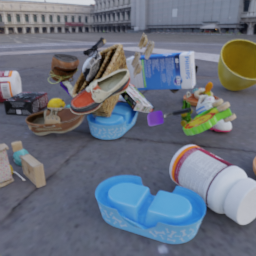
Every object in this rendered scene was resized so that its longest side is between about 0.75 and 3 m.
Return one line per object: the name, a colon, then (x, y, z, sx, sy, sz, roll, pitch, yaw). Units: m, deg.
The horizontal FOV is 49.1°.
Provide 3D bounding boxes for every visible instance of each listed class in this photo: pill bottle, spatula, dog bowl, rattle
pill bottle: (2.027, 1.271, 6.596, 1.139, 1.139, 2.079, -13, 25, -29)
spatula: (1.370, -0.434, 9.113, 1.582, 0.447, 0.163, -15, 12, -18)
dog bowl: (-0.552, -0.304, 10.969, 1.483, 0.659, 2.660, 12, 25, 20)
rattle: (3.908, -2.144, 14.898, 0.995, 1.092, 1.529, -18, 33, 12)
dog bowl: (0.433, 1.754, 6.136, 2.415, 0.599, 1.346, 10, 24, 22)
pill bottle: (-7.072, -2.086, 14.404, 2.778, 1.586, 1.586, -3, 22, -10)

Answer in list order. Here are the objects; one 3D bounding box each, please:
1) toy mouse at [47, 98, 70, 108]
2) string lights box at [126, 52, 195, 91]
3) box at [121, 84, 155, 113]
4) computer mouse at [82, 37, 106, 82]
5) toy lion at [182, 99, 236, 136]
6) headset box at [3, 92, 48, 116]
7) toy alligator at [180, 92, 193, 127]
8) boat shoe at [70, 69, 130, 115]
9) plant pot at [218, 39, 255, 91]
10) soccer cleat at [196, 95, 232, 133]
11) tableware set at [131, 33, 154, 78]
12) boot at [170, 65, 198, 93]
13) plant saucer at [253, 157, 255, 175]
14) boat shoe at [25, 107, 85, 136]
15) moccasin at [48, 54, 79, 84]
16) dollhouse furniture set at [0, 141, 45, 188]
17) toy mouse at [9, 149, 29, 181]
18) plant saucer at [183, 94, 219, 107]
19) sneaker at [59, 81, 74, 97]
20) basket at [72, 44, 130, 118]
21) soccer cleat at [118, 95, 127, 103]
toy mouse: (-2.480, -1.083, 13.260, 2.593, 0.565, 2.917, 9, 24, 22)
string lights box: (1.458, -2.495, 12.482, 2.875, 1.478, 0.848, 2, 24, 23)
box: (0.209, -1.312, 11.643, 1.025, 0.323, 1.862, 9, 32, -40)
computer mouse: (-1.240, -2.201, 9.282, 0.399, 1.818, 0.997, 34, 59, 1)
toy lion: (2.717, -0.297, 9.758, 1.724, 0.618, 1.799, -28, 7, 13)
headset box: (-4.782, -1.210, 13.396, 1.369, 0.711, 1.840, 4, 24, 10)
toy alligator: (2.207, -0.648, 10.765, 0.512, 1.544, 0.371, -20, 24, -41)
boat shoe: (-0.845, -1.124, 8.494, 2.094, 0.655, 0.745, -29, 72, -16)
plant pot: (6.449, -3.352, 16.340, 2.897, 2.056, 2.897, 2, 62, -4)
soccer cleat: (3.433, -0.654, 11.497, 0.878, 1.086, 2.515, -4, 23, -9)
tableware set: (0.435, -2.453, 9.442, 0.178, 1.282, 1.534, 16, 30, -20)
boot: (2.840, -2.511, 13.629, 0.623, 1.566, 1.798, 40, 47, -8)
plant saucer: (4.626, 1.330, 7.368, 2.535, 0.474, 2.535, 1, 22, 0)
boat shoe: (-2.648, -0.302, 10.000, 2.337, 0.839, 0.885, -15, 54, 18)
moccasin: (-2.562, -2.200, 10.812, 1.058, 1.116, 2.891, 3, 4, -26)
dollhouse furniture set: (-3.312, 1.149, 6.999, 2.120, 1.099, 0.938, -18, 26, -37)
toy mouse: (-3.697, 0.916, 8.503, 1.998, 0.387, 1.776, 3, 22, 6)
plant saucer: (3.766, -1.421, 14.501, 1.810, 0.292, 1.810, 1, 22, 0)
sneaker: (-3.038, -2.013, 13.708, 0.537, 1.079, 0.375, 12, 54, 33)
basket: (-1.143, -1.842, 10.271, 1.659, 1.731, 2.324, 14, 63, 19)
soccer cleat: (-0.335, -1.594, 14.687, 1.076, 0.465, 0.376, 11, 24, 26)
